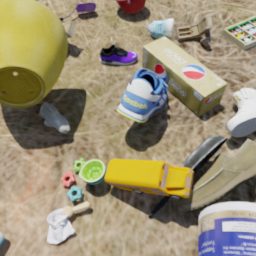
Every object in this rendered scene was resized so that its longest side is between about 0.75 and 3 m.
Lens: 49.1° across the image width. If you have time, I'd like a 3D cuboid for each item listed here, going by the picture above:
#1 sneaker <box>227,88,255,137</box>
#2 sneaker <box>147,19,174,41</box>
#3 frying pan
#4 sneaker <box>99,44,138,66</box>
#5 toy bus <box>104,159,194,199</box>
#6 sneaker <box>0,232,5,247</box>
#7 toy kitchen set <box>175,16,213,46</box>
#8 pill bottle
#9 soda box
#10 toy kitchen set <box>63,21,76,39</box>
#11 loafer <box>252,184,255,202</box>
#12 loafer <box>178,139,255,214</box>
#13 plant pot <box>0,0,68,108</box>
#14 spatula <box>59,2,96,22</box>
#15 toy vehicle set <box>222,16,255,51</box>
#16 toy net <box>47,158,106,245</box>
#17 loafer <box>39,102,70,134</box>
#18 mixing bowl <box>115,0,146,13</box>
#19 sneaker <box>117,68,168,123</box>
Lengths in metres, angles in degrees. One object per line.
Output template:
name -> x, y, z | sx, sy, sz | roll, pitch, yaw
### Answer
sneaker -> 3.368, -0.505, 8.238 | 2.147, 0.791, 1.241 | -15, 52, -32
sneaker -> 1.150, -3.564, 10.278 | 0.832, 0.751, 2.031 | -1, 13, -2
frying pan -> 1.493, 1.107, 6.999 | 0.419, 1.557, 2.573 | 47, 109, 20
sneaker -> -0.341, -2.634, 9.962 | 1.388, 0.690, 0.483 | -2, 55, -2
toy bus -> 0.449, 1.125, 6.407 | 1.984, 0.777, 0.646 | -3, 62, 42
sneaker -> -3.102, 2.670, 5.865 | 1.000, 0.865, 2.307 | -15, 54, -18
toy kitchen set -> 2.508, -3.505, 10.545 | 1.020, 1.130, 0.922 | -11, 93, -8
pill bottle -> 2.106, 3.015, 5.003 | 1.710, 1.710, 2.956 | 8, 52, 6
soda box -> 1.709, -1.756, 9.153 | 0.992, 0.938, 2.929 | -30, 59, -20
toy kitchen set -> -2.819, -3.399, 9.966 | 1.325, 1.195, 1.081 | 2, 73, 40
loafer -> 3.466, 1.877, 6.677 | 0.510, 0.452, 1.342 | -13, 54, -10
loafer -> 2.217, 1.157, 6.699 | 2.592, 0.985, 0.874 | -29, 65, -6
plant pot -> -2.906, -1.705, 7.362 | 2.741, 2.741, 1.946 | -10, 52, -7
spatula -> -2.572, -4.691, 11.692 | 2.654, 0.750, 0.273 | -28, 90, -13
toy vehicle set -> 4.899, -3.822, 11.161 | 1.958, 0.260, 1.216 | -27, 57, -19
toy net -> -1.417, 1.658, 6.754 | 1.136, 0.418, 2.166 | 19, 60, 25
loafer -> -2.182, -0.213, 8.219 | 0.507, 0.508, 1.454 | -55, 49, 8
mixing bowl -> 0.188, -5.448, 11.955 | 1.482, 0.803, 1.482 | -11, 46, 12
sneaker -> 0.644, -1.132, 8.113 | 1.047, 1.165, 2.832 | 23, 28, 9
